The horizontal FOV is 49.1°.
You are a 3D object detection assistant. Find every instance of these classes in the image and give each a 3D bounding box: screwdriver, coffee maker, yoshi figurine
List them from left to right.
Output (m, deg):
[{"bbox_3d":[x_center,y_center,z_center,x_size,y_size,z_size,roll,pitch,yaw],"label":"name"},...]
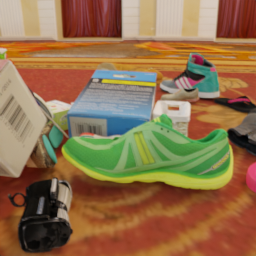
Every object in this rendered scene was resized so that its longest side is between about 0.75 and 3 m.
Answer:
[{"bbox_3d":[-6.722,-3.273,14.368,1.205,2.153,1.210,-4,64,7],"label":"yoshi figurine"},{"bbox_3d":[-1.239,1.229,3.912,0.920,0.645,0.958,-23,21,-1],"label":"coffee maker"},{"bbox_3d":[-1.880,-0.367,6.230,0.281,1.933,0.270,6,54,47],"label":"screwdriver"}]

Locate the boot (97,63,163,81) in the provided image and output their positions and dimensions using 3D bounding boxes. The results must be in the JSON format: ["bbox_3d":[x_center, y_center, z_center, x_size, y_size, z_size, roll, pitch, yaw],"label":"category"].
[{"bbox_3d":[0.091,-2.630,13.865,2.875,1.012,2.059,21,24,33],"label":"boot"}]

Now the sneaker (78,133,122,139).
[{"bbox_3d":[-0.516,0.476,6.218,1.261,0.444,0.590,7,46,-4],"label":"sneaker"}]

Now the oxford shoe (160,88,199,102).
[{"bbox_3d":[1.896,-1.245,10.375,1.413,0.521,0.500,-6,36,6],"label":"oxford shoe"}]

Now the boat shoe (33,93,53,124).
[{"bbox_3d":[-2.566,-0.617,6.259,0.720,1.979,0.611,-16,43,38],"label":"boat shoe"}]

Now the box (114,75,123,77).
[{"bbox_3d":[-0.710,-1.356,10.166,1.134,0.997,0.548,-4,21,-11],"label":"box"}]

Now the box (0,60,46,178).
[{"bbox_3d":[-2.923,-0.182,4.748,2.401,1.535,1.308,4,53,15],"label":"box"}]

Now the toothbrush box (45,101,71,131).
[{"bbox_3d":[-2.277,-0.258,7.766,1.037,0.613,1.424,18,26,38],"label":"toothbrush box"}]

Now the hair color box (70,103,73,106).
[{"bbox_3d":[-1.026,-0.561,8.812,1.467,0.449,0.745,-7,22,-15],"label":"hair color box"}]

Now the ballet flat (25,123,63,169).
[{"bbox_3d":[-1.871,0.437,5.981,0.805,0.725,2.138,-23,17,-3],"label":"ballet flat"}]

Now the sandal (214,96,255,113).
[{"bbox_3d":[3.827,-0.918,9.779,0.740,0.444,1.972,-11,23,-29],"label":"sandal"}]

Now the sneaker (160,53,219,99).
[{"bbox_3d":[2.440,-2.179,11.391,1.152,1.664,2.755,-18,24,-42],"label":"sneaker"}]

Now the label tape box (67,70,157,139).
[{"bbox_3d":[-0.273,-0.646,7.640,1.963,0.862,2.723,5,33,8],"label":"label tape box"}]

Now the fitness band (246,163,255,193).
[{"bbox_3d":[2.949,0.910,5.104,1.707,0.319,1.226,-14,22,-35],"label":"fitness band"}]

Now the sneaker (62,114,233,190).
[{"bbox_3d":[0.344,0.342,5.050,2.988,1.248,1.107,4,6,1],"label":"sneaker"}]

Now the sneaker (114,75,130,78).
[{"bbox_3d":[-0.646,-2.176,12.410,1.781,0.655,1.051,-12,-4,-9],"label":"sneaker"}]

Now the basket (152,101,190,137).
[{"bbox_3d":[1.106,-0.143,7.171,0.889,0.809,1.311,4,20,11],"label":"basket"}]

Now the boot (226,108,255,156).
[{"bbox_3d":[3.414,0.317,6.341,2.053,0.716,1.351,22,41,37],"label":"boot"}]
